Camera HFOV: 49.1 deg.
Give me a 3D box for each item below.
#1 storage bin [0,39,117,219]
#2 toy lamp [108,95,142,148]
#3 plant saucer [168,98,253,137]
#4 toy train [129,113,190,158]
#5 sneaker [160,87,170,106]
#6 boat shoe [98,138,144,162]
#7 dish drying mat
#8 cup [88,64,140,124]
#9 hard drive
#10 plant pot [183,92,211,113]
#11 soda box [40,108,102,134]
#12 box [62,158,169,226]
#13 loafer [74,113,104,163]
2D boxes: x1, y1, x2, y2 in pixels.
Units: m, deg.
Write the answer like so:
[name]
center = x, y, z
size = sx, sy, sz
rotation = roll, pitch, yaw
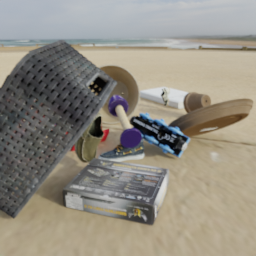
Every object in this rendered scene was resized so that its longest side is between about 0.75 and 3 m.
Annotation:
[storage bin]
center = -1.611, -0.004, 5.044
size = 1.303, 2.779, 1.879
rotation = 38, 24, -10
[toy lamp]
center = -0.160, -0.270, 7.639
size = 0.624, 0.624, 2.144
rotation = -4, 33, -11
[plant saucer]
center = 2.345, -0.198, 8.000
size = 2.465, 0.363, 2.465
rotation = -14, -13, -3
[toy train]
center = 0.836, 0.184, 7.619
size = 1.749, 0.758, 0.999
rotation = 27, -3, 25
[sneaker]
center = 1.509, -1.300, 11.755
size = 0.365, 0.832, 0.315
rotation = -11, 28, -22
[boat shoe]
center = -0.176, 0.545, 7.253
size = 1.240, 0.563, 0.439
rotation = -6, 20, -18
[dish drying mat]
center = -1.072, 0.332, 7.997
size = 1.265, 0.486, 0.115
rotation = -17, 55, -44
[cup]
center = -0.563, -1.269, 10.565
size = 2.088, 2.088, 1.493
rotation = 2, 8, 5
[hard drive]
center = 2.052, -1.468, 13.346
size = 1.803, 0.365, 2.733
rotation = -14, 24, -33
[plant pot]
center = 2.615, -0.923, 10.348
size = 0.893, 0.893, 0.779
rotation = -12, 5, -31
[soda box]
center = -1.881, -0.162, 8.986
size = 2.370, 0.751, 0.830
rotation = 18, 27, 40
[box]
center = -0.182, 1.185, 5.607
size = 1.777, 0.429, 1.407
rotation = 6, 20, 17
[loafer]
center = -0.867, 0.217, 6.387
size = 0.512, 1.471, 0.553
rotation = 26, 35, 34
